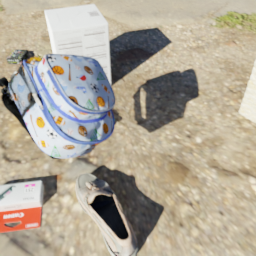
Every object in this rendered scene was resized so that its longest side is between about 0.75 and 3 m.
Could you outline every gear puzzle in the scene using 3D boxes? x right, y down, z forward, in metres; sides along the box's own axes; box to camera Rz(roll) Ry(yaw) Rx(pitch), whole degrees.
[{"bbox_3d":[-4.010,-3.921,14.813,1.551,0.392,2.995,27,53,23],"label":"gear puzzle"}]

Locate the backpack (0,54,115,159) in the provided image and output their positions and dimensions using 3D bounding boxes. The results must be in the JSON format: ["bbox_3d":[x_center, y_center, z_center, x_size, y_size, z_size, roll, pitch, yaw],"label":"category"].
[{"bbox_3d":[-1.478,-0.551,7.185,2.640,2.033,2.514,-15,79,-46],"label":"backpack"}]

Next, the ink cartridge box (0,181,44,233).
[{"bbox_3d":[-3.363,2.298,8.196,1.614,0.352,1.401,-6,42,-6],"label":"ink cartridge box"}]

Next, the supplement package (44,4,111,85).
[{"bbox_3d":[-2.151,-3.444,12.344,2.236,2.968,2.253,-13,45,-14],"label":"supplement package"}]

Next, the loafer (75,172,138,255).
[{"bbox_3d":[-0.641,2.207,7.852,1.066,0.932,2.964,-23,48,-22],"label":"loafer"}]

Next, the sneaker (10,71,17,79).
[{"bbox_3d":[-4.133,-1.505,11.768,2.709,1.016,1.564,16,48,14],"label":"sneaker"}]

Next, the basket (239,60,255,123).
[{"bbox_3d":[6.157,-1.258,10.147,2.382,2.936,2.962,-32,52,-24],"label":"basket"}]

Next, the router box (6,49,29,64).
[{"bbox_3d":[-5.722,-3.695,14.548,0.782,0.324,1.043,3,43,3],"label":"router box"}]
